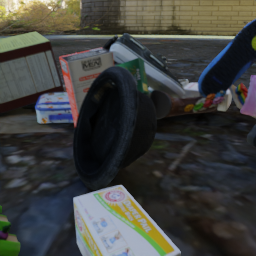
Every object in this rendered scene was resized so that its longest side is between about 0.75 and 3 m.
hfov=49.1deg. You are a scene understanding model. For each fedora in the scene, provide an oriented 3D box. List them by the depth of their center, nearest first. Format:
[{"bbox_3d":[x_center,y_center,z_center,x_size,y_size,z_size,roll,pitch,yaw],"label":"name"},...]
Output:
[{"bbox_3d":[-0.171,0.050,5.290,1.045,2.288,2.288,10,15,-32],"label":"fedora"}]

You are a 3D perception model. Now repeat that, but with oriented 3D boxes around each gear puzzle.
[{"bbox_3d":[1.946,-0.676,7.237,1.167,0.153,0.604,-18,28,41],"label":"gear puzzle"}]

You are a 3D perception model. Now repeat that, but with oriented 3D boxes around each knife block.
[{"bbox_3d":[-1.273,-2.882,12.129,2.505,2.199,0.802,5,22,13],"label":"knife block"}]

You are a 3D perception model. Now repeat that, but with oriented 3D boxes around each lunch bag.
[{"bbox_3d":[-1.887,-0.622,8.648,1.792,0.677,1.436,-4,24,-6],"label":"lunch bag"}]

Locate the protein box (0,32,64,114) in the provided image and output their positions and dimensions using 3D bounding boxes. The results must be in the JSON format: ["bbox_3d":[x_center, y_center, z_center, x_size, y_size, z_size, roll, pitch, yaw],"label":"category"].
[{"bbox_3d":[-3.998,-1.948,9.589,2.702,1.823,2.682,-20,31,-18],"label":"protein box"}]

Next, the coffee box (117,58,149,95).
[{"bbox_3d":[-0.238,-1.153,7.383,1.536,0.945,0.338,-14,-11,29],"label":"coffee box"}]

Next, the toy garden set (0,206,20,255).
[{"bbox_3d":[-2.436,0.937,3.775,1.636,0.392,1.963,29,-5,-38],"label":"toy garden set"}]

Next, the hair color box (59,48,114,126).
[{"bbox_3d":[-0.828,-0.710,6.684,1.080,2.128,0.652,-18,31,-21],"label":"hair color box"}]

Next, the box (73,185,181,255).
[{"bbox_3d":[-0.099,1.434,3.397,0.723,0.803,1.427,-10,23,-25],"label":"box"}]

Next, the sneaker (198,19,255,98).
[{"bbox_3d":[3.121,-2.057,8.017,0.968,2.936,1.151,43,15,-4],"label":"sneaker"}]

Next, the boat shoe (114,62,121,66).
[{"bbox_3d":[-0.210,-1.562,8.828,1.061,0.885,2.844,16,14,-19],"label":"boat shoe"}]

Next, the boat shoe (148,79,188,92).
[{"bbox_3d":[1.281,-1.594,10.574,2.305,0.983,0.852,-7,23,-16],"label":"boat shoe"}]

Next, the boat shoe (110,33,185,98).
[{"bbox_3d":[0.821,-2.068,9.303,2.942,1.043,1.060,35,-11,-12],"label":"boat shoe"}]

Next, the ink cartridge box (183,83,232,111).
[{"bbox_3d":[2.804,-1.129,9.899,1.521,0.629,1.114,11,25,25],"label":"ink cartridge box"}]

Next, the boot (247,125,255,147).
[{"bbox_3d":[3.523,0.630,5.520,1.550,0.617,1.880,7,20,-39],"label":"boot"}]

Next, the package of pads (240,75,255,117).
[{"bbox_3d":[3.945,-0.672,7.237,1.761,1.061,0.666,18,12,26],"label":"package of pads"}]

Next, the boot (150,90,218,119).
[{"bbox_3d":[1.785,-0.687,8.179,2.420,0.777,2.255,-2,4,-14],"label":"boot"}]

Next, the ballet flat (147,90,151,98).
[{"bbox_3d":[0.660,-0.975,9.471,0.448,0.474,1.408,-16,-1,9],"label":"ballet flat"}]

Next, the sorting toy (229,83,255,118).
[{"bbox_3d":[3.646,-0.898,8.559,1.050,0.365,1.043,23,41,-27],"label":"sorting toy"}]
